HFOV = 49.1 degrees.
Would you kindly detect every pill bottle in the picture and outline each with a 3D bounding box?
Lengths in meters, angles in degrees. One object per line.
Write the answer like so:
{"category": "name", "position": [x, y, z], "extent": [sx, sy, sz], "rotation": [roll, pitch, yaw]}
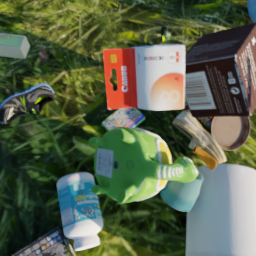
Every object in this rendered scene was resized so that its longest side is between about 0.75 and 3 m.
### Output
{"category": "pill bottle", "position": [-1.549, 2.714, 9.142], "extent": [1.263, 1.263, 2.280], "rotation": [-13, 66, -7]}

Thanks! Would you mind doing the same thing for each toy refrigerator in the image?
{"category": "toy refrigerator", "position": [-5.675, -3.765, 12.653], "extent": [2.112, 0.739, 0.802], "rotation": [8, 64, 4]}

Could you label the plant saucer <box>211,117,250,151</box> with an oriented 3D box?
{"category": "plant saucer", "position": [3.854, 0.001, 10.655], "extent": [1.712, 0.275, 1.712], "rotation": [-1, 95, -15]}

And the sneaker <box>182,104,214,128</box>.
{"category": "sneaker", "position": [3.057, -0.459, 11.029], "extent": [1.866, 0.699, 0.841], "rotation": [11, 58, 6]}

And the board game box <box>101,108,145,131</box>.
{"category": "board game box", "position": [-0.192, -0.269, 11.211], "extent": [1.478, 0.215, 0.995], "rotation": [-40, 69, -18]}

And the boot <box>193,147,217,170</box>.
{"category": "boot", "position": [1.975, 0.777, 7.323], "extent": [0.571, 0.797, 0.280], "rotation": [34, 104, -7]}

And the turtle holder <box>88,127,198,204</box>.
{"category": "turtle holder", "position": [0.336, 0.847, 7.428], "extent": [1.886, 2.655, 2.018], "rotation": [3, 60, -42]}

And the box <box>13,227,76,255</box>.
{"category": "box", "position": [-2.714, 4.545, 8.641], "extent": [2.342, 0.519, 1.877], "rotation": [-31, 68, -14]}

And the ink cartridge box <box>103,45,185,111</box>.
{"category": "ink cartridge box", "position": [0.434, -1.293, 7.394], "extent": [2.081, 1.687, 0.522], "rotation": [-5, 19, -4]}

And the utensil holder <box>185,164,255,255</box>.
{"category": "utensil holder", "position": [2.964, 2.795, 8.509], "extent": [2.385, 2.385, 2.807], "rotation": [7, 62, 4]}

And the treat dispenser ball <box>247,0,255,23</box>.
{"category": "treat dispenser ball", "position": [6.779, -5.664, 12.526], "extent": [2.638, 2.638, 2.638], "rotation": [0, 64, 0]}

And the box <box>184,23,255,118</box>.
{"category": "box", "position": [3.105, -1.821, 9.071], "extent": [2.000, 2.021, 2.436], "rotation": [0, 37, 43]}

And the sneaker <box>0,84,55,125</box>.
{"category": "sneaker", "position": [-4.038, -0.879, 11.142], "extent": [2.437, 0.864, 1.010], "rotation": [-34, 62, -18]}

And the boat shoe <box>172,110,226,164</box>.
{"category": "boat shoe", "position": [2.621, 0.462, 10.554], "extent": [0.845, 0.900, 2.442], "rotation": [-37, 69, -2]}

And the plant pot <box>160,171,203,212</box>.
{"category": "plant pot", "position": [1.556, 1.612, 7.830], "extent": [1.035, 0.972, 1.035], "rotation": [20, 25, -10]}

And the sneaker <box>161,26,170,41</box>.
{"category": "sneaker", "position": [1.444, -3.640, 10.721], "extent": [0.351, 0.823, 0.321], "rotation": [-11, 78, 5]}
